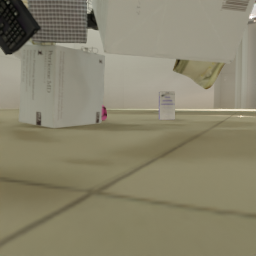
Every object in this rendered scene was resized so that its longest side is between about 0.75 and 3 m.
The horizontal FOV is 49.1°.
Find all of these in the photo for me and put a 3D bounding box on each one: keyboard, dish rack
[{"bbox_3d":[-1.341,-1.479,3.012,0.813,1.280,0.132,-39,-12,12],"label":"keyboard"},{"bbox_3d":[-0.819,-3.758,7.501,1.532,1.997,0.545,7,6,25],"label":"dish rack"}]

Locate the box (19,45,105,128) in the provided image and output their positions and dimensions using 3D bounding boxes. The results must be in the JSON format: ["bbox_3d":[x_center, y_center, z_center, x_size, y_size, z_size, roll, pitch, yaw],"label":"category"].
[{"bbox_3d":[-1.866,-1.198,8.223,1.416,2.155,2.166,9,9,29],"label":"box"}]

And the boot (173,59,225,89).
[{"bbox_3d":[2.532,-2.501,9.545,1.511,1.954,0.704,26,2,-9],"label":"boot"}]

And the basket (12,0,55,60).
[{"bbox_3d":[-3.641,-3.384,8.795,2.762,1.704,1.872,31,-8,2],"label":"basket"}]

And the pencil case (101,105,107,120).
[{"bbox_3d":[-1.504,-0.595,10.619,1.394,0.653,0.633,-2,0,-33],"label":"pencil case"}]

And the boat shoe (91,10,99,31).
[{"bbox_3d":[-0.134,-3.643,8.332,2.677,0.954,0.806,-21,31,23],"label":"boat shoe"}]

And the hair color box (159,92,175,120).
[{"bbox_3d":[1.586,-0.920,11.503,0.627,1.146,0.372,0,8,2],"label":"hair color box"}]

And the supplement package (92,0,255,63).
[{"bbox_3d":[0.619,-2.873,5.038,2.255,2.272,2.993,2,35,-12],"label":"supplement package"}]

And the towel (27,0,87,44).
[{"bbox_3d":[-1.773,-2.744,7.042,1.470,1.217,0.629,-2,22,-8],"label":"towel"}]
